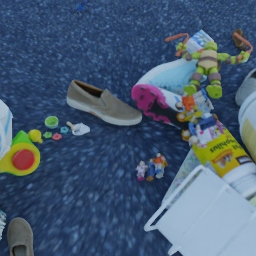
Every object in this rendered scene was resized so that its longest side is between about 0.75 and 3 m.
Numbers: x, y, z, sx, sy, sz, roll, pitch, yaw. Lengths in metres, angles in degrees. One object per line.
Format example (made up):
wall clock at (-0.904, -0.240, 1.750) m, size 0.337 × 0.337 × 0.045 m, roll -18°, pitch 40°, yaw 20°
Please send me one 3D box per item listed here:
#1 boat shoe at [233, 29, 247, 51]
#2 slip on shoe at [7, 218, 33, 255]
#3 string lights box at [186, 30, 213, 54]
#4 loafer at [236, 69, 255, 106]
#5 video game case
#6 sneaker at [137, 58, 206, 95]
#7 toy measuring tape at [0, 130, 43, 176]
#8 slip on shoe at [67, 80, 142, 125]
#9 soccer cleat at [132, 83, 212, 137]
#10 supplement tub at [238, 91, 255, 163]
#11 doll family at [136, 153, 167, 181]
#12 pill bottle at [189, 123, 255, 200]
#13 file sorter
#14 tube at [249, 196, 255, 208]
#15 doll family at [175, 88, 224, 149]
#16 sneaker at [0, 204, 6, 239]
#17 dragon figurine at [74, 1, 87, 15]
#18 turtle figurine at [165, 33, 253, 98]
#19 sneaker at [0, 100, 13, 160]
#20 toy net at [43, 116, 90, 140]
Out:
boat shoe at (4.257, -3.320, 10.620) m, size 0.385 × 0.386 × 1.096 m, roll 29°, pitch 49°, yaw -26°
slip on shoe at (-2.269, 2.462, 5.858) m, size 0.506 × 0.404 × 1.332 m, roll -14°, pitch 52°, yaw -11°
string lights box at (2.416, -2.866, 9.574) m, size 0.608 × 0.349 × 1.184 m, roll 42°, pitch 47°, yaw 3°
loafer at (3.819, -1.297, 8.799) m, size 0.580 × 0.579 × 1.658 m, roll 22°, pitch 54°, yaw 17°
video game case at (2.314, 1.523, 6.710) m, size 2.346 × 0.268 × 2.135 m, roll 25°, pitch 55°, yaw 19°
sneaker at (1.378, -1.423, 8.713) m, size 2.447 × 0.904 × 1.003 m, roll -26°, pitch 67°, yaw -12°
toy measuring tape at (-2.917, 1.095, 6.847) m, size 0.907 × 0.907 × 2.466 m, roll 32°, pitch 77°, yaw 23°
slip on shoe at (-0.665, -0.749, 8.067) m, size 2.273 × 0.689 × 0.864 m, roll 21°, pitch 34°, yaw 8°
soccer cleat at (1.277, -0.568, 8.086) m, size 2.491 × 0.870 × 1.076 m, roll 32°, pitch 35°, yaw 15°
supplement tub at (3.721, 0.258, 6.427) m, size 1.855 × 1.855 × 2.551 m, roll 1°, pitch 33°, yaw 1°
doll family at (0.643, 0.979, 6.942) m, size 0.439 × 0.974 × 0.605 m, roll 35°, pitch 46°, yaw -26°
pill bottle at (2.257, 0.781, 6.510) m, size 0.969 × 0.969 × 1.773 m, roll -18°, pitch 55°, yaw -14°
file sorter at (1.746, 2.056, 5.015) m, size 2.458 × 1.531 × 1.706 m, roll 42°, pitch 92°, yaw 27°
tube at (3.174, 1.999, 5.919) m, size 0.414 × 0.371 × 1.428 m, roll -36°, pitch 84°, yaw -39°
doll family at (1.603, -0.132, 6.498) m, size 0.898 × 0.652 × 1.447 m, roll -27°, pitch 62°, yaw 20°
sneaker at (-2.871, 2.042, 5.922) m, size 0.583 × 0.521 × 1.459 m, roll -29°, pitch 36°, yaw -20°
dragon figurine at (-2.106, -5.191, 12.081) m, size 0.236 × 0.400 × 0.804 m, roll 33°, pitch 58°, yaw 24°
turtle figurine at (2.196, -1.845, 8.206) m, size 2.551 × 0.822 × 2.057 m, roll 12°, pitch 64°, yaw 13°
sneaker at (-3.051, 0.463, 6.084) m, size 0.947 × 1.000 × 2.475 m, roll -4°, pitch 65°, yaw 11°
toy net at (-1.742, 0.028, 7.935) m, size 1.271 × 0.245 × 0.667 m, roll 4°, pitch 50°, yaw 2°
